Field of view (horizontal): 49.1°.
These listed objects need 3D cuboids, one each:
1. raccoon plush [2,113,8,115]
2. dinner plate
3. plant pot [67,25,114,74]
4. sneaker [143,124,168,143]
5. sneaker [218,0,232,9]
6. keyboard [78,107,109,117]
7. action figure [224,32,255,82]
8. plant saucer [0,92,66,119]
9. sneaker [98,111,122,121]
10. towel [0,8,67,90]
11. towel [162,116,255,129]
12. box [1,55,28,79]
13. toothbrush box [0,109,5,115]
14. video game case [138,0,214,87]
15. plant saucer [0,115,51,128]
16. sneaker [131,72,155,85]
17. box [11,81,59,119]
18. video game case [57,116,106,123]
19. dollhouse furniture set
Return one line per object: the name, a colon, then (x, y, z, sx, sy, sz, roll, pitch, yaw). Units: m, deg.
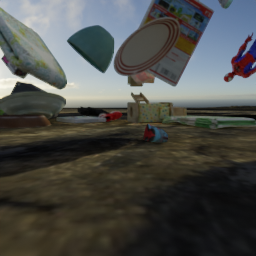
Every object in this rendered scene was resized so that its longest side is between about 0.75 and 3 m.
raccoon plush: (-5.462, -0.513, 12.436, 0.908, 0.439, 0.608, -3, -2, -26)
dinner plate: (0.299, -1.367, 4.740, 1.299, 0.158, 1.299, -27, -18, -10)
plant pot: (-1.237, -3.165, 10.715, 1.831, 1.233, 1.831, 39, 0, 0)
sneaker: (0.570, 0.157, 5.704, 0.410, 0.340, 0.859, 13, 9, -11)
sneaker: (2.199, -3.437, 7.034, 0.738, 1.056, 0.410, 14, -40, -14)
keyboard: (-1.827, -0.623, 14.329, 1.444, 0.550, 2.775, 24, -11, -33)
action figure: (3.943, -2.368, 8.452, 0.741, 0.938, 2.866, -28, -16, -41)
plant saucer: (-3.785, -0.730, 11.177, 2.619, 0.657, 2.619, -7, -10, -1)
sneaker: (-0.692, -0.447, 12.148, 1.062, 0.416, 0.613, -15, 19, -21)
towel: (-3.486, -2.706, 9.515, 0.695, 2.887, 2.471, -40, -19, 12)
towel: (2.775, -0.233, 9.835, 2.051, 0.314, 2.689, -3, 5, -31)
box: (-4.011, -2.352, 10.115, 0.970, 0.641, 0.556, 48, 11, 24)
toothbrush box: (-5.672, -0.756, 12.839, 0.463, 0.783, 1.076, 3, 6, 27)
video game case: (1.328, -3.020, 9.095, 1.982, 2.772, 0.242, 26, 4, -14)
plant saucer: (-3.809, -0.256, 9.678, 2.178, 0.375, 2.178, -1, 5, 0)
sneaker: (0.375, -2.538, 10.602, 0.718, 1.908, 0.997, -2, -19, -40)
box: (-4.363, -1.309, 13.492, 1.948, 1.014, 1.774, 28, 5, 0)
video game case: (-1.980, -0.356, 11.748, 1.456, 0.176, 1.598, -4, 6, -40)
dollhouse furniture set: (1.346, -1.350, 11.356, 2.519, 2.227, 1.400, -2, 6, -14)
